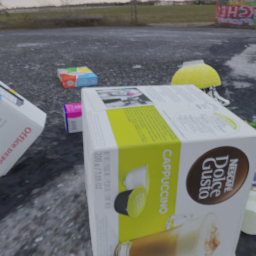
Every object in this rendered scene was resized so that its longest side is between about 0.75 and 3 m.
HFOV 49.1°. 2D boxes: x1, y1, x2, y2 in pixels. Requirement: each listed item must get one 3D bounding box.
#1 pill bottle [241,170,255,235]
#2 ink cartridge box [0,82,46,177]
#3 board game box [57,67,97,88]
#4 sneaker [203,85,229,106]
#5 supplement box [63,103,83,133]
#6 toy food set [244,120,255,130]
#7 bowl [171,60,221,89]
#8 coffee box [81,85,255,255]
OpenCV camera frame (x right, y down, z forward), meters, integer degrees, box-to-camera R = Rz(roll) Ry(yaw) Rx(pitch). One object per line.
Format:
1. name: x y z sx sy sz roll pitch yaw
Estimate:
1. pill bottle: 2.950 1.699 6.520 0.871 0.871 1.570 14 29 28
2. ink cartridge box: -4.107 -0.289 7.821 2.856 2.108 1.223 39 13 -25
3. board game box: -3.156 -3.121 17.090 1.947 0.513 2.545 -10 27 -20
4. sneaker: 4.176 -1.575 13.398 1.371 0.892 0.547 19 32 33
5. supplement box: -1.625 -0.453 11.049 1.728 0.874 0.893 -7 26 -14
6. toy food set: 4.678 -0.095 10.459 1.021 0.334 0.601 9 -1 0
7. bowl: 3.452 -2.772 14.610 2.551 1.373 2.551 -7 10 1
8. coffee box: 0.545 0.871 5.933 2.809 2.836 2.840 -4 25 -11
